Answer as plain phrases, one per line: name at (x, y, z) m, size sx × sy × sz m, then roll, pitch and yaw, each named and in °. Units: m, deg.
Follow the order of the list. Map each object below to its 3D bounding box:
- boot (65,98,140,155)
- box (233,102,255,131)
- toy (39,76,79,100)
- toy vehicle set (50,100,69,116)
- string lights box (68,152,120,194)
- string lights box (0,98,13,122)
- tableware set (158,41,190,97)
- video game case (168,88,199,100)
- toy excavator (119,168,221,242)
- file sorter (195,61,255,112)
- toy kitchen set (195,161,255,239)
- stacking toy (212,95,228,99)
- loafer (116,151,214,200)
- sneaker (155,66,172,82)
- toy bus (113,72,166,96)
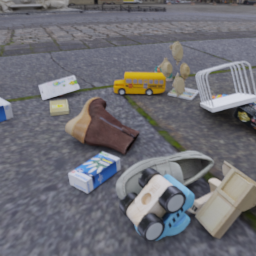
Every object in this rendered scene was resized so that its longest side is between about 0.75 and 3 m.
boot at (-0.697, -0.089, 10.427) m, size 2.366 × 1.029 × 2.844 m, roll 19°, pitch 32°, yaw 10°
box at (5.408, -0.279, 10.396) m, size 1.846 × 0.534 × 2.323 m, roll -22°, pitch 48°, yaw -35°
toy at (-3.368, -1.899, 13.809) m, size 1.827 × 0.431 × 1.052 m, roll -21°, pitch 55°, yaw -8°
toy vehicle set at (-3.056, -0.908, 12.396) m, size 0.771 × 0.164 × 1.241 m, roll -7°, pitch 29°, yaw -12°
string lights box at (-0.947, 1.268, 8.143) m, size 0.729 × 0.418 × 1.419 m, roll 16°, pitch 31°, yaw 35°
string lights box at (-5.996, -0.499, 11.120) m, size 1.201 × 0.689 × 2.337 m, roll 24°, pitch 37°, yaw 37°
tableware set at (2.215, -2.640, 12.664) m, size 0.257 × 2.216 × 1.851 m, roll 3°, pitch 50°, yaw 43°
video game case at (2.764, -1.733, 13.967) m, size 1.230 × 0.141 × 1.119 m, roll 16°, pitch 32°, yaw 25°
toy excavator at (1.231, 1.795, 6.625) m, size 2.175 × 2.237 × 1.117 m, roll -50°, pitch 37°, yaw -5°
file sorter at (3.814, -1.698, 11.264) m, size 1.749 × 1.570 × 2.521 m, roll -15°, pitch 8°, yaw 7°
toy kitchen set at (2.554, 1.815, 7.026) m, size 1.655 × 1.493 × 1.350 m, roll 30°, pitch 8°, yaw -36°
stacking toy at (4.212, -1.352, 13.035) m, size 0.494 × 0.467 × 0.850 m, roll 3°, pitch 12°, yaw -34°
loafer at (1.015, 1.201, 7.315) m, size 2.823 × 0.987 × 0.985 m, roll -18°, pitch 4°, yaw -29°
sneaker at (2.086, -3.371, 16.264) m, size 0.709 × 0.794 × 1.987 m, roll -8°, pitch 30°, yaw -14°
toy bus at (0.565, -2.199, 13.911) m, size 2.531 × 0.991 × 0.824 m, roll 2°, pitch 29°, yaw 3°
